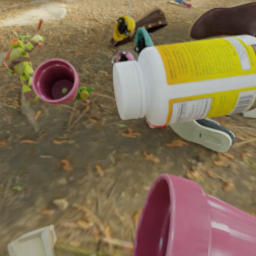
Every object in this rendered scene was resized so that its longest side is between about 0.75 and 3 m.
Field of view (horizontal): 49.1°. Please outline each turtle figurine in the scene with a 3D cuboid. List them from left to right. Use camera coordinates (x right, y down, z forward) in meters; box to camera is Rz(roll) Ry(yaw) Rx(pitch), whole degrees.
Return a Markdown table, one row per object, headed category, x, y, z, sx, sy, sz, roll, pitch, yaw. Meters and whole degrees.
| category | x | y | z | sx | sy | sz | roll | pitch | yaw |
| --- | --- | --- | --- | --- | --- | --- | --- | --- | --- |
| turtle figurine | -2.654 | -1.655 | 7.251 | 2.179 | 1.757 | 0.702 | -26 | -4 | 37 |

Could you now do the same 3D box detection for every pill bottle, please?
| category | x | y | z | sx | sy | sz | roll | pitch | yaw |
| --- | --- | --- | --- | --- | --- | --- | --- | --- | --- |
| pill bottle | 1.221 | -0.940 | 5.805 | 2.934 | 1.603 | 1.603 | -9 | 38 | -8 |

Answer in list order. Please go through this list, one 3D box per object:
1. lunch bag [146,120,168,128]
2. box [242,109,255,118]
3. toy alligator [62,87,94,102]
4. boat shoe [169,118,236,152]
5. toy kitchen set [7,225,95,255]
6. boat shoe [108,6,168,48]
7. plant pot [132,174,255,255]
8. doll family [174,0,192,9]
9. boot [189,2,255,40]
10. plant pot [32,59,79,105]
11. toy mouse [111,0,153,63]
| category | x | y | z | sx | sy | sz | roll | pitch | yaw |
| --- | --- | --- | --- | --- | --- | --- | --- | --- | --- |
| lunch bag | 1.155 | -0.263 | 10.760 | 0.820 | 0.336 | 0.722 | -10 | 43 | -12 |
| box | 5.083 | -1.225 | 11.658 | 0.625 | 0.752 | 1.829 | 7 | 39 | 8 |
| toy alligator | -1.530 | -0.832 | 7.310 | 1.313 | 0.316 | 0.435 | -7 | 30 | -8 |
| boat shoe | 2.530 | 0.002 | 10.002 | 2.588 | 0.929 | 0.875 | 29 | 36 | 28 |
| toy kitchen set | -1.442 | 3.091 | 6.078 | 1.532 | 1.694 | 1.878 | -15 | 80 | -14 |
| boat shoe | 0.368 | -3.551 | 10.353 | 2.246 | 0.790 | 0.791 | -29 | 0 | 14 |
| plant pot | 1.517 | 2.480 | 5.563 | 2.395 | 2.675 | 2.675 | 15 | 37 | -6 |
| doll family | 1.745 | -4.670 | 9.726 | 0.826 | 0.600 | 1.331 | 39 | 26 | 26 |
| boot | 3.667 | -3.547 | 9.697 | 2.651 | 0.959 | 2.205 | -25 | 39 | 1 |
| plant pot | -1.440 | -0.868 | 5.876 | 0.902 | 0.808 | 0.902 | 0 | 80 | 2 |
| toy mouse | 0.214 | -2.333 | 8.500 | 0.445 | 2.300 | 2.044 | -21 | 73 | -34 |
